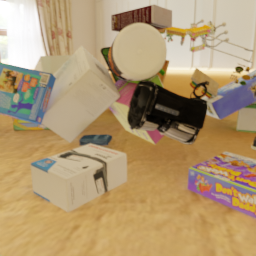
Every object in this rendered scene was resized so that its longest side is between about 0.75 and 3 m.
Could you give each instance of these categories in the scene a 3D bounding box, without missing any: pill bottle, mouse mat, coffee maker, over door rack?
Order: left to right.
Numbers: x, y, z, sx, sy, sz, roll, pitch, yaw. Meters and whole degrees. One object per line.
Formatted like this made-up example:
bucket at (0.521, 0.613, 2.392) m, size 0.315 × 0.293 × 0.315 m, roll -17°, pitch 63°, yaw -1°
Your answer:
pill bottle at (0.130, -2.026, 8.030) m, size 1.383 × 1.383 × 2.603 m, roll -2°, pitch 8°, yaw -7°
mouse mat at (0.233, -2.054, 11.131) m, size 2.218 × 2.756 × 0.104 m, roll -24°, pitch -2°, yaw -44°
coffee maker at (0.918, -0.530, 6.494) m, size 1.615 × 1.551 × 1.087 m, roll 18°, pitch -16°, yaw -31°
over door rack at (3.579, -3.019, 10.058) m, size 2.273 × 0.757 × 1.679 m, roll 40°, pitch 13°, yaw 20°

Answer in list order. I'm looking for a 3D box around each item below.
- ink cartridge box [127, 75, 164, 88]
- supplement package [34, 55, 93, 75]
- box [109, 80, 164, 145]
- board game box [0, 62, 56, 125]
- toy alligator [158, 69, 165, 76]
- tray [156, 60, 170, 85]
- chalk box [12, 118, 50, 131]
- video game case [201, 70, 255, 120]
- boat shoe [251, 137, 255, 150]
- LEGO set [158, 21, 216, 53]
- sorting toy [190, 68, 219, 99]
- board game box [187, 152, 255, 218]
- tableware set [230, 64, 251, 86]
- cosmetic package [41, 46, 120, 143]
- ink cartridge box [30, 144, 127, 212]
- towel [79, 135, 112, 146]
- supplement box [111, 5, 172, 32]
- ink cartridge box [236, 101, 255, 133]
ink cartridge box at (1.048, -0.888, 9.516) m, size 0.869 × 1.696 × 2.295 m, roll -41°, pitch 32°, yaw -16°
supplement package at (-3.061, -2.365, 13.811) m, size 2.552 × 1.937 × 1.922 m, roll -9°, pitch -1°, yaw -27°
box at (0.242, -0.514, 8.327) m, size 0.840 × 1.528 × 1.737 m, roll -45°, pitch 30°, yaw -13°
board game box at (-2.910, -0.927, 7.244) m, size 1.737 × 1.321 × 0.391 m, roll 15°, pitch -10°, yaw 7°
toy alligator at (0.626, -2.333, 9.255) m, size 0.473 × 0.517 × 1.745 m, roll 6°, pitch 43°, yaw -47°
tray at (1.268, -2.311, 12.566) m, size 0.783 × 1.587 × 0.294 m, roll 17°, pitch 12°, yaw 14°
chalk box at (-3.053, -0.539, 9.723) m, size 1.656 × 1.025 × 1.030 m, roll -2°, pitch 16°, yaw -7°
video game case at (3.971, -1.333, 9.525) m, size 2.902 × 0.659 × 2.630 m, roll -29°, pitch 5°, yaw 7°
boat shoe at (3.771, 0.491, 7.223) m, size 0.436 × 0.363 × 1.168 m, roll -10°, pitch 19°, yaw -38°
LEGO set at (1.645, -2.597, 8.081) m, size 1.782 × 0.663 × 0.820 m, roll -4°, pitch 41°, yaw 0°
sorting toy at (2.488, -1.446, 9.313) m, size 0.975 × 0.341 × 0.981 m, roll 36°, pitch 36°, yaw -1°
board game box at (2.307, 1.042, 5.003) m, size 1.364 × 0.454 × 2.029 m, roll -14°, pitch 20°, yaw -41°
tableware set at (3.129, -1.438, 7.722) m, size 0.526 × 0.120 × 0.781 m, roll 22°, pitch -22°, yaw 10°
cosmetic package at (-1.556, -1.051, 8.344) m, size 1.256 × 2.042 × 2.036 m, roll 39°, pitch 15°, yaw -33°
ink cartridge box at (-0.894, 0.856, 5.346) m, size 1.085 × 0.632 × 1.500 m, roll 12°, pitch 20°, yaw 38°
towel at (-0.889, 0.316, 7.631) m, size 0.845 × 0.205 × 0.472 m, roll -2°, pitch 22°, yaw 16°
supplement box at (0.346, -2.891, 7.575) m, size 1.506 × 0.459 × 0.820 m, roll 6°, pitch 11°, yaw 41°
ink cartridge box at (4.684, -0.513, 9.775) m, size 1.579 × 0.895 × 2.154 m, roll 5°, pitch 18°, yaw 21°
